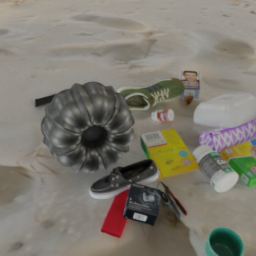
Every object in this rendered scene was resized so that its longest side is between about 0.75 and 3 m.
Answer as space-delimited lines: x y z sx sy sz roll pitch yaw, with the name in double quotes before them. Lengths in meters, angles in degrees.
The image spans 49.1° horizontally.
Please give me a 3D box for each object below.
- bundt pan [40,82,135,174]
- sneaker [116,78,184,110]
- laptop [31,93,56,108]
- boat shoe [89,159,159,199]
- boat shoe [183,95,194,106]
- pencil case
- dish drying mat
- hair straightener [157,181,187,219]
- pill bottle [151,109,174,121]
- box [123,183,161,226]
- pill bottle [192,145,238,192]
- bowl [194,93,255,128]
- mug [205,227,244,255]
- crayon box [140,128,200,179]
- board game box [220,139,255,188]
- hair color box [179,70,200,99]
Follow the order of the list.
"bundt pan" -1.081 0.166 8.384 2.926 2.926 1.098 -13 30 -15
"sneaker" 0.971 -1.253 11.792 2.985 1.001 1.340 -7 37 2
"laptop" -3.619 -1.379 12.215 1.082 0.669 1.155 -19 42 -23
"boat shoe" -0.167 1.459 8.365 2.187 0.725 0.765 -15 36 3
"boat shoe" 2.514 -1.153 11.619 0.398 0.374 1.107 -2 -5 6
"pencil case" 3.549 0.247 10.006 2.133 0.912 0.895 -18 39 -22
"dish drying mat" -0.238 2.368 7.989 0.596 0.141 1.552 11 39 14
"hair straightener" 1.170 2.089 8.159 0.493 0.262 1.280 -19 51 -18
"pill bottle" 1.365 -0.488 11.141 0.809 0.454 0.454 -3 32 35
"box" 0.396 2.124 7.860 0.894 0.534 0.909 15 40 1
"pill bottle" 2.680 1.241 8.826 0.816 0.816 1.442 -15 42 -18
"bowl" 3.746 -0.752 10.711 2.120 0.791 2.117 -23 18 -25
"mug" 2.304 3.027 6.764 0.849 0.639 1.034 6 40 7
"crayon box" 1.339 0.922 9.460 1.319 0.528 2.078 -10 39 -12
"board game box" 4.329 1.071 9.391 1.920 0.387 1.469 -15 41 -18
"hair color box" 2.884 -2.056 13.157 0.871 0.533 1.759 6 39 8
